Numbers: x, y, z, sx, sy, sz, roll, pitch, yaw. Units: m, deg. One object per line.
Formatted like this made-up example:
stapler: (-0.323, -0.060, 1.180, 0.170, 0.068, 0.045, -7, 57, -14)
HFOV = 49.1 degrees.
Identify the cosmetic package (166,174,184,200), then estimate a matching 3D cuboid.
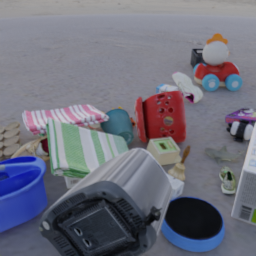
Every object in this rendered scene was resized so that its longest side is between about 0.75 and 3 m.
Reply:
cosmetic package: (1.034, 1.617, 8.080, 0.990, 0.402, 0.559, 25, 27, 32)

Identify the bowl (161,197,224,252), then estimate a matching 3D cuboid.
bowl: (1.589, 2.317, 6.992, 1.602, 0.314, 1.602, 1, 27, 0)

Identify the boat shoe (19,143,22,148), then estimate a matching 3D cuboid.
boat shoe: (-4.045, 0.628, 10.080, 0.328, 0.388, 1.088, -20, 28, -24)

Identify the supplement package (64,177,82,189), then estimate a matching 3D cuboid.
supplement package: (-1.698, 1.415, 8.529, 0.448, 0.449, 0.766, -7, 30, -19)

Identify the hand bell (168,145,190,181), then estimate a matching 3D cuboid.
hand bell: (1.614, 0.981, 8.307, 0.551, 1.058, 0.551, 15, 22, -6)

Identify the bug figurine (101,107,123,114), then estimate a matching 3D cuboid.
bug figurine: (-0.728, -0.470, 12.061, 1.465, 0.377, 1.136, -18, 39, -37)

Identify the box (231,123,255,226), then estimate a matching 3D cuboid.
box: (3.954, 1.211, 7.709, 1.451, 1.611, 2.863, 15, 31, 24)

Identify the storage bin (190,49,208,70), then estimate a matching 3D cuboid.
storage bin: (5.118, -4.522, 18.728, 1.534, 1.064, 2.269, 0, 28, 1)

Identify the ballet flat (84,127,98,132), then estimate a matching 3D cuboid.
ballet flat: (-1.423, 0.268, 10.460, 1.505, 0.550, 0.550, 20, 34, 25)

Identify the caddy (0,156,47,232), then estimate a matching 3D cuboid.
caddy: (-3.258, 1.562, 7.059, 2.504, 1.314, 1.770, -20, 28, -21)

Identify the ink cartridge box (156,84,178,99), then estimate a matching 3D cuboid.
ink cartridge box: (1.938, -1.722, 14.015, 0.910, 0.668, 0.665, 17, 34, 30)

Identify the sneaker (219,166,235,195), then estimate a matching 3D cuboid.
sneaker: (3.029, 1.449, 8.395, 0.460, 0.530, 1.197, 5, 29, 9)

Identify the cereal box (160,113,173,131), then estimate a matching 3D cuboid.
cereal box: (1.245, -0.185, 10.448, 0.764, 1.062, 0.210, 13, 63, -8)

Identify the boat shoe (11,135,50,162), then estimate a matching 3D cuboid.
boat shoe: (-2.776, 0.691, 8.911, 2.193, 0.808, 0.758, -37, 10, -20)

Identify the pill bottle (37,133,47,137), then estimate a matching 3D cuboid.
pill bottle: (-3.016, 0.016, 10.692, 1.314, 0.743, 0.743, 11, 30, 10)

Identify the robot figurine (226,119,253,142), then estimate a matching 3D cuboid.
robot figurine: (4.263, 0.101, 10.642, 0.973, 0.731, 0.607, 17, 31, 33)

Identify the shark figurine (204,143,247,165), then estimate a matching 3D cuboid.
shark figurine: (3.410, 0.806, 9.537, 1.450, 0.605, 0.866, -1, 30, 2)

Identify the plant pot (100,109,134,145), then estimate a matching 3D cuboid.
plant pot: (-0.333, 0.077, 10.359, 1.172, 1.172, 1.101, -10, 43, -18)

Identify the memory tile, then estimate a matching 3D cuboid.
memory tile: (-4.633, 0.596, 9.876, 1.756, 0.192, 2.291, -23, 34, -8)

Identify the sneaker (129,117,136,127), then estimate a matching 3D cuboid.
sneaker: (0.133, -0.233, 11.741, 0.302, 0.436, 0.779, -37, -3, 7)

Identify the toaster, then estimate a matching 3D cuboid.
toaster: (-0.303, 1.620, 5.928, 2.962, 1.683, 1.913, -36, 5, 32)

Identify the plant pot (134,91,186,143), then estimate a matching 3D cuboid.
plant pot: (1.171, -0.341, 10.357, 1.731, 1.901, 1.901, -7, 28, 7)

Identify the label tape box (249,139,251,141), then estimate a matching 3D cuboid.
label tape box: (5.540, 0.430, 10.210, 1.268, 0.556, 1.758, -15, 32, -28)

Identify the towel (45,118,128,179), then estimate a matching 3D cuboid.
towel: (-1.016, 0.708, 8.287, 2.775, 0.325, 2.116, 15, 34, -34)

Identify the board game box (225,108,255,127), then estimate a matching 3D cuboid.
board game box: (5.493, -0.361, 11.158, 1.614, 0.434, 2.689, -25, 24, -38)

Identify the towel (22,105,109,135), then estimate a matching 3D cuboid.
towel: (-2.242, -0.401, 9.903, 2.707, 0.405, 1.981, -11, 21, -23)

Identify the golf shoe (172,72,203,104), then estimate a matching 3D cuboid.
golf shoe: (2.838, -1.977, 13.813, 1.866, 0.703, 0.854, 43, 55, 3)

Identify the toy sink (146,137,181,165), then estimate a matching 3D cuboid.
toy sink: (1.279, 0.753, 9.325, 1.092, 0.612, 0.712, -4, 41, -24)

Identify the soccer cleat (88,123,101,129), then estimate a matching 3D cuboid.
soccer cleat: (-1.079, -0.269, 11.036, 1.754, 0.747, 0.602, 13, 66, 33)

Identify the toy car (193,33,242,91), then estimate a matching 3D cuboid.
toy car: (5.056, -3.782, 15.558, 2.477, 2.800, 2.581, 0, 29, 0)
